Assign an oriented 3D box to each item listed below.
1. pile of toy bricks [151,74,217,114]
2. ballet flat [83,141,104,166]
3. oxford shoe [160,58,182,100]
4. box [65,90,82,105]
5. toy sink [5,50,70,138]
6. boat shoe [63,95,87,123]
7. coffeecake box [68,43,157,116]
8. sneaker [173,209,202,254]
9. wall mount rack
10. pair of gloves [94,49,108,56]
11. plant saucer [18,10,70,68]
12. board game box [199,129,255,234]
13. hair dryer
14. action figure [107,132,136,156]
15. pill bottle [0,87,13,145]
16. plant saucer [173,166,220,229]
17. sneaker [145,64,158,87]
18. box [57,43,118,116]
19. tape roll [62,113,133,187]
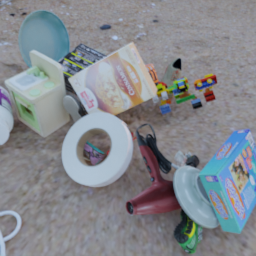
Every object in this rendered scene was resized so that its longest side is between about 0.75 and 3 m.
[{"bbox_3d":[1.983,-1.419,10.180,2.330,1.293,1.150,-17,48,13],"label":"pile of toy bricks"},{"bbox_3d":[-1.430,0.579,8.807,1.714,0.592,0.610,40,93,34],"label":"ballet flat"},{"bbox_3d":[1.736,-2.000,11.120,0.688,0.730,1.953,19,58,-10],"label":"oxford shoe"},{"bbox_3d":[-2.092,-1.520,10.956,1.003,0.549,1.136,9,44,8],"label":"box"},{"bbox_3d":[-3.001,-1.088,9.220,1.502,2.304,1.291,31,50,26],"label":"toy sink"},{"bbox_3d":[-1.732,-0.646,9.327,0.521,1.560,0.445,4,55,15],"label":"boat shoe"},{"bbox_3d":[-0.472,-1.381,8.964,2.246,1.724,0.821,-24,16,21],"label":"coffeecake box"},{"bbox_3d":[1.575,2.426,6.931,0.587,0.641,1.505,-13,19,37],"label":"sneaker"},{"bbox_3d":[-3.685,2.725,6.257,2.561,0.955,2.225,-24,48,-22],"label":"wall mount rack"},{"bbox_3d":[-0.989,-2.812,12.392,2.260,0.396,1.922,12,47,13],"label":"pair of gloves"},{"bbox_3d":[-3.450,-3.416,11.388,0.458,2.547,2.547,12,43,33],"label":"plant saucer"},{"bbox_3d":[2.755,1.262,7.100,0.489,1.654,2.175,-11,18,47],"label":"board game box"},{"bbox_3d":[0.704,1.298,7.550,2.124,0.758,2.789,32,44,1],"label":"hair dryer"},{"bbox_3d":[-0.228,0.670,8.857,1.348,0.348,0.441,-36,49,-26],"label":"action figure"},{"bbox_3d":[-4.441,-0.403,9.116,1.270,1.270,2.263,-15,39,-15],"label":"pill bottle"},{"bbox_3d":[1.912,1.650,7.138,1.701,0.427,1.701,26,40,-24],"label":"plant saucer"},{"bbox_3d":[0.282,-1.585,9.834,1.801,1.009,0.699,2,36,46],"label":"sneaker"},{"bbox_3d":[-1.160,-1.942,10.697,2.882,0.638,2.309,27,45,3],"label":"box"},{"bbox_3d":[-0.898,0.597,8.000,2.152,0.393,2.152,-8,69,21],"label":"tape roll"}]
